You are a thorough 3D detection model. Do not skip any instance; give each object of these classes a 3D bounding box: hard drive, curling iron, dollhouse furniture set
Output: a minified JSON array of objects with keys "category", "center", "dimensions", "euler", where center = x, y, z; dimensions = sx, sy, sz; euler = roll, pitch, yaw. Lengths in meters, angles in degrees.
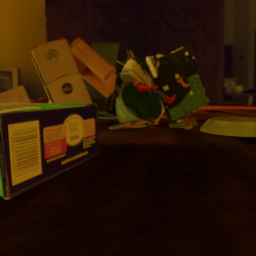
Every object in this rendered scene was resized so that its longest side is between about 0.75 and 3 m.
[{"category":"hard drive","center":[1.903,-1.625,10.524],"dimensions":[1.709,2.446,0.463],"euler":[-26,19,0]},{"category":"curling iron","center":[0.076,-0.057,9.672],"dimensions":[2.052,0.262,0.509],"euler":[-9,-29,39]},{"category":"dollhouse furniture set","center":[-2.685,-1.079,7.687],"dimensions":[2.598,1.820,1.831],"euler":[-24,14,-15]}]

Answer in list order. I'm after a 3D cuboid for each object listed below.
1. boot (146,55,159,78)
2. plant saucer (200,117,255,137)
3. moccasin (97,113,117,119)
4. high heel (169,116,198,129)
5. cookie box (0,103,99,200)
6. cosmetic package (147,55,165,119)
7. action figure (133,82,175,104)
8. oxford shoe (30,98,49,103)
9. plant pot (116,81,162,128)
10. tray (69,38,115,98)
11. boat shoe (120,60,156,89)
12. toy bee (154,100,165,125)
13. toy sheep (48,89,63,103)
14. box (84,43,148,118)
[{"category":"boot","center":[0.936,-2.145,9.634],"dimensions":[0.394,0.872,0.317],"euler":[-19,-24,-4]},{"category":"plant saucer","center":[4.072,-0.096,9.894],"dimensions":[2.980,0.463,2.980],"euler":[-1,6,0]},{"category":"moccasin","center":[-1.772,-1.080,16.317],"dimensions":[2.990,1.019,1.203],"euler":[2,6,16]},{"category":"high heel","center":[2.417,-0.315,11.033],"dimensions":[1.102,0.552,1.546],"euler":[-4,19,36]},{"category":"cookie box","center":[-2.319,0.132,4.718],"dimensions":[2.875,1.080,2.459],"euler":[2,8,20]},{"category":"cosmetic package","center":[1.381,-1.759,12.842],"dimensions":[1.032,1.469,2.897],"euler":[7,-32,-13]},{"category":"action figure","center":[0.904,-1.307,10.021],"dimensions":[1.532,0.396,0.501],"euler":[19,-12,-4]},{"category":"oxford shoe","center":[-3.536,-0.905,11.701],"dimensions":[0.594,0.583,1.637],"euler":[13,15,21]},{"category":"plant pot","center":[0.240,-0.685,10.323],"dimensions":[1.717,1.717,1.150],"euler":[-4,-27,-34]},{"category":"tray","center":[-1.013,-1.710,8.578],"dimensions":[1.306,0.490,2.649],"euler":[40,-6,0]},{"category":"boat shoe","center":[0.618,-1.823,11.335],"dimensions":[0.959,1.106,2.595],"euler":[3,-27,39]},{"category":"toy bee","center":[1.087,-0.502,10.931],"dimensions":[0.743,1.135,0.617],"euler":[-19,40,-2]},{"category":"toy sheep","center":[-2.139,-0.654,10.121],"dimensions":[1.652,1.652,2.397],"euler":[-6,15,-44]},{"category":"box","center":[-0.500,-1.830,11.798],"dimensions":[1.422,2.731,2.487],"euler":[10,0,32]}]
